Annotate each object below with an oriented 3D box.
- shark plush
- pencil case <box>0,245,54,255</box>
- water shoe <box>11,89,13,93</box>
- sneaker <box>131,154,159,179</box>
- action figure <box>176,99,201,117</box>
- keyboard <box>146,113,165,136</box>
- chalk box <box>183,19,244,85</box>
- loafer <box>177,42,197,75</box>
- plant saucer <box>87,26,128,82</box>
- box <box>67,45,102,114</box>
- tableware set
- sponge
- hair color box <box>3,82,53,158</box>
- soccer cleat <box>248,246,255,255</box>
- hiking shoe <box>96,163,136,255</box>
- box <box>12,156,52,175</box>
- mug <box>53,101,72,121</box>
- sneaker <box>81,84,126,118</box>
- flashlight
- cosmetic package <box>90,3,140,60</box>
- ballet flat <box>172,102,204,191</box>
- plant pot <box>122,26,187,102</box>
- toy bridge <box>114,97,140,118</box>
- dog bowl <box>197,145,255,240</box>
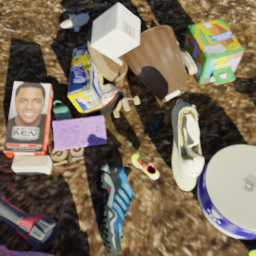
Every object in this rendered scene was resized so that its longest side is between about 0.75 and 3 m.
[{"bbox_3d":[-2.456,-5.488,13.926,1.919,0.872,0.799,-47,38,-19],"label":"shark plush"},{"bbox_3d":[-2.445,4.077,7.721,2.925,1.279,1.279,7,59,3],"label":"pencil case"},{"bbox_3d":[-4.044,-1.132,11.346,1.626,0.581,0.642,48,112,9],"label":"water shoe"},{"bbox_3d":[0.565,1.219,9.238,1.123,0.507,0.439,36,79,13],"label":"sneaker"},{"bbox_3d":[2.371,-0.642,11.103,1.033,0.692,0.769,18,17,-3],"label":"action figure"},{"bbox_3d":[1.108,-0.149,10.748,0.638,0.136,1.063,3,55,36],"label":"keyboard"},{"bbox_3d":[3.601,-3.006,11.791,1.625,1.614,2.604,-15,60,-8],"label":"chalk box"},{"bbox_3d":[2.099,-3.129,12.389,0.801,0.916,2.547,-26,55,-1],"label":"loafer"},{"bbox_3d":[-0.714,-3.133,11.528,0.364,2.474,2.474,-13,52,33],"label":"plant saucer"},{"bbox_3d":[-1.634,-2.036,11.080,0.964,1.050,2.998,-17,47,12],"label":"box"},{"bbox_3d":[-2.208,0.832,10.241,1.232,0.247,0.814,-13,59,-8],"label":"tableware set"},{"bbox_3d":[-1.758,0.184,10.204,1.863,0.278,1.039,-7,86,-11],"label":"sponge"},{"bbox_3d":[-3.585,-0.291,10.228,1.362,0.822,2.684,2,69,-8],"label":"hair color box"},{"bbox_3d":[4.371,3.540,8.482,1.631,0.551,0.661,-9,36,-2],"label":"soccer cleat"},{"bbox_3d":[-0.278,2.435,8.802,1.228,1.054,2.833,3,67,-19],"label":"hiking shoe"},{"bbox_3d":[-3.332,1.299,9.768,1.200,0.570,0.467,0,54,-2],"label":"box"},{"bbox_3d":[-2.504,-0.570,10.719,0.556,0.900,0.739,-19,27,-9],"label":"mug"},{"bbox_3d":[-1.154,-0.964,11.151,2.013,0.672,1.079,-35,49,-9],"label":"sneaker"},{"bbox_3d":[-3.506,2.669,8.789,2.814,0.953,0.956,26,52,21],"label":"flashlight"},{"bbox_3d":[-0.470,-3.506,10.345,1.430,1.178,1.180,-17,62,40],"label":"cosmetic package"},{"bbox_3d":[1.902,0.660,8.828,1.022,1.022,2.942,-9,97,-5],"label":"ballet flat"},{"bbox_3d":[1.301,-2.346,11.262,2.277,2.277,2.436,-23,79,-13],"label":"plant pot"},{"bbox_3d":[-0.090,-0.854,10.416,0.187,1.373,0.462,-5,72,-43],"label":"toy bridge"},{"bbox_3d":[3.743,2.011,9.008,2.840,1.118,2.840,0,58,0],"label":"dog bowl"}]
